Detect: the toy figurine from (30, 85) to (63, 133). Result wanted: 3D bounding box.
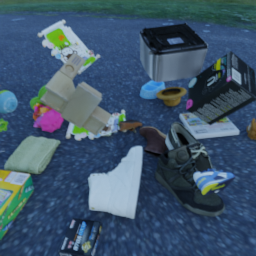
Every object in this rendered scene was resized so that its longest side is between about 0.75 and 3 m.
[{"bbox_3d":[-3.643,-0.652,12.576,2.238,1.680,2.060,-17,39,14],"label":"toy figurine"}]

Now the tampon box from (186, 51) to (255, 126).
[{"bbox_3d":[3.299,-1.368,10.087,1.303,2.063,1.546,30,51,-20],"label":"tampon box"}]

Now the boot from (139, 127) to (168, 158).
[{"bbox_3d":[0.915,0.539,11.255,1.532,0.554,1.274,19,36,22],"label":"boot"}]

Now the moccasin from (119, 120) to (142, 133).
[{"bbox_3d":[0.120,-0.067,12.262,0.487,0.514,1.332,13,14,35],"label":"moccasin"}]

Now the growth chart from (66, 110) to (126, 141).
[{"bbox_3d":[-1.382,-0.129,12.630,2.760,0.245,1.997,-5,34,-7],"label":"growth chart"}]

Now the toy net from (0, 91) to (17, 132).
[{"bbox_3d":[-4.477,-0.872,8.586,0.516,2.672,1.402,24,78,23],"label":"toy net"}]

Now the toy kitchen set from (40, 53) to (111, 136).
[{"bbox_3d":[-1.356,-1.416,9.745,2.324,1.896,2.097,33,51,-10],"label":"toy kitchen set"}]

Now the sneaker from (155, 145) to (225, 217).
[{"bbox_3d":[1.888,1.566,8.800,1.012,1.516,2.647,-22,41,-28],"label":"sneaker"}]

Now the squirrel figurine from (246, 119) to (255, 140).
[{"bbox_3d":[5.597,0.191,11.873,0.917,0.696,0.983,18,50,8],"label":"squirrel figurine"}]

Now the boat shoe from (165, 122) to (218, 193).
[{"bbox_3d":[2.253,0.972,9.941,1.049,0.945,2.967,-13,46,-22],"label":"boat shoe"}]

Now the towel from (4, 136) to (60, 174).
[{"bbox_3d":[-3.643,0.983,10.733,1.525,0.375,2.056,4,33,8],"label":"towel"}]

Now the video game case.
[{"bbox_3d":[3.614,-0.175,12.695,2.081,0.238,1.894,-6,33,-7],"label":"video game case"}]

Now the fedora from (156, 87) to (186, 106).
[{"bbox_3d":[2.228,-1.558,14.325,1.679,0.685,1.679,-10,24,5],"label":"fedora"}]

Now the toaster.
[{"bbox_3d":[1.401,-2.657,9.729,2.120,1.258,1.917,-11,43,-11],"label":"toaster"}]

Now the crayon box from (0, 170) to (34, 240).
[{"bbox_3d":[-4.104,2.343,8.240,1.514,0.743,2.549,6,33,10],"label":"crayon box"}]

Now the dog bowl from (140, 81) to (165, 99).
[{"bbox_3d":[1.384,-2.183,15.644,1.015,0.451,1.821,20,37,28],"label":"dog bowl"}]

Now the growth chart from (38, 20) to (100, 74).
[{"bbox_3d":[-2.397,-3.267,11.417,0.203,2.289,1.657,-21,30,53],"label":"growth chart"}]

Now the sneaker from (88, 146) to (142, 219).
[{"bbox_3d":[-0.432,1.532,9.222,1.695,1.081,2.934,7,34,5],"label":"sneaker"}]

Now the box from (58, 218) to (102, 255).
[{"bbox_3d":[-1.272,3.021,7.633,0.892,0.258,1.122,5,33,8],"label":"box"}]

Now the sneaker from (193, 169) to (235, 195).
[{"bbox_3d":[2.234,1.299,7.195,1.394,0.515,0.573,2,34,-40],"label":"sneaker"}]
